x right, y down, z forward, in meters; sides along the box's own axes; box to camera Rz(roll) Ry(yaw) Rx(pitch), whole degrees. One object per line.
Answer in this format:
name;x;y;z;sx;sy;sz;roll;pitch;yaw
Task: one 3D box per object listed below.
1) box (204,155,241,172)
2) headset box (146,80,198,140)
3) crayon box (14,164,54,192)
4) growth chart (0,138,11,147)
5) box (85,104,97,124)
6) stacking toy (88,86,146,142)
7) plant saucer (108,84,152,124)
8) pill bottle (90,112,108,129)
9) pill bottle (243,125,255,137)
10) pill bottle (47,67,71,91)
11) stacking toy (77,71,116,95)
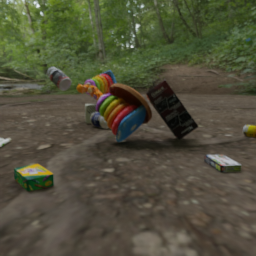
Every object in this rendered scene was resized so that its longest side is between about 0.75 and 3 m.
box;2.326;0.872;6.967;0.525;0.166;0.954;-1;9;-7
headset box;1.422;-0.687;9.783;0.812;2.101;1.564;-34;-2;5
crayon box;-1.964;1.012;5.795;0.531;0.261;0.894;-7;12;-37
growth chart;-5.053;0.483;9.323;2.123;0.188;1.537;0;9;1
box;-0.848;-0.763;14.619;2.769;0.947;1.138;-2;9;-11
stacking toy;-0.621;-0.729;9.772;2.296;1.332;1.260;42;58;16
plant saucer;0.080;-0.858;9.810;1.818;1.818;0.293;11;54;50
pill bottle;-1.146;-0.335;12.834;0.680;0.680;1.225;-8;12;-40
pill bottle;4.837;0.140;10.676;0.428;0.428;0.783;-8;12;-41
pill bottle;-2.396;-1.700;9.647;0.862;0.499;0.499;41;30;27
stacking toy;-1.727;-2.053;14.142;1.239;1.311;2.258;-17;2;42
